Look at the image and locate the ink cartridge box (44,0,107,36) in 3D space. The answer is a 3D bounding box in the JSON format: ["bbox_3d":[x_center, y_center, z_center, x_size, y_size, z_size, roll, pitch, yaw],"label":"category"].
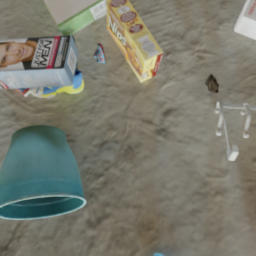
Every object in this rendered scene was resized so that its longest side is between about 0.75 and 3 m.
[{"bbox_3d":[-2.053,-4.926,10.078,2.107,0.694,2.896,-31,68,2],"label":"ink cartridge box"}]

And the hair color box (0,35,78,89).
[{"bbox_3d":[-3.005,-1.984,8.524,2.709,0.821,1.341,-1,60,9],"label":"hair color box"}]

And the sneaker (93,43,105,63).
[{"bbox_3d":[-1.000,-2.495,9.510,0.384,0.804,0.319,-9,52,0],"label":"sneaker"}]

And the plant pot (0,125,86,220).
[{"bbox_3d":[-2.509,1.218,7.982,2.346,2.346,2.204,-11,63,-3],"label":"plant pot"}]

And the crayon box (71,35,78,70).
[{"bbox_3d":[-2.728,-2.425,9.542,1.884,0.486,1.184,-6,86,-3],"label":"crayon box"}]

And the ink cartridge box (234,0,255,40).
[{"bbox_3d":[5.140,-3.889,10.025,2.093,0.899,1.533,26,76,6],"label":"ink cartridge box"}]

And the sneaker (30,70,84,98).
[{"bbox_3d":[-2.271,-1.545,9.046,1.783,0.936,0.675,-14,51,-31],"label":"sneaker"}]

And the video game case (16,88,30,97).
[{"bbox_3d":[-3.739,-1.900,9.860,1.423,0.124,1.017,41,78,11],"label":"video game case"}]

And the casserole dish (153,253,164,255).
[{"bbox_3d":[1.086,4.187,8.082,1.285,0.249,0.778,30,77,9],"label":"casserole dish"}]

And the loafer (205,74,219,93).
[{"bbox_3d":[2.821,-1.435,9.212,0.379,1.062,0.388,35,94,27],"label":"loafer"}]

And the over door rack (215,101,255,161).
[{"bbox_3d":[3.739,0.186,8.476,1.905,0.859,2.578,3,39,4],"label":"over door rack"}]

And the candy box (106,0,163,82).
[{"bbox_3d":[0.143,-2.989,9.448,0.704,1.469,2.546,-27,76,-12],"label":"candy box"}]
